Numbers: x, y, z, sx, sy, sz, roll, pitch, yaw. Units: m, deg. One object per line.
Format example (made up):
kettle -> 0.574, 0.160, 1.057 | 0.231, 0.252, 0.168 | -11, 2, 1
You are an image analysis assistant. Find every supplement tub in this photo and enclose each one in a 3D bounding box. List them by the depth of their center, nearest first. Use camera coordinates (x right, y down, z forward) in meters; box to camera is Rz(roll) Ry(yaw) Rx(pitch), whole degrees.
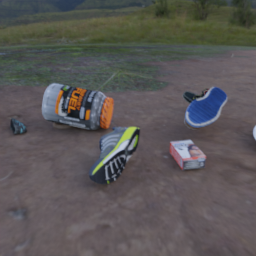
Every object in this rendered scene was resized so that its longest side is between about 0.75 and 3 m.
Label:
supplement tub -> -1.967, -0.807, 11.273 | 2.574, 1.577, 1.577 | 10, 23, 5

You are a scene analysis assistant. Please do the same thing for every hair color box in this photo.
hair color box -> 1.855, 0.831, 8.880 | 0.733, 0.423, 1.322 | -5, 20, -8

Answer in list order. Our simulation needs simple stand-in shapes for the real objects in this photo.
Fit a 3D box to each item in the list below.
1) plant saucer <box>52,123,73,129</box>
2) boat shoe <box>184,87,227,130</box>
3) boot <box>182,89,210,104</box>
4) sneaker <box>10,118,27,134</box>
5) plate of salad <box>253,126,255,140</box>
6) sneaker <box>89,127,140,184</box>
plant saucer -> -2.707, -0.198, 11.955 | 1.021, 0.150, 1.021 | -1, 22, 0
boat shoe -> 2.971, -0.559, 10.966 | 1.068, 1.070, 2.957 | 42, 45, 15
boot -> 3.309, -1.460, 12.876 | 1.663, 1.256, 0.600 | 34, 71, 19
sneaker -> -4.457, -0.045, 11.321 | 0.476, 0.453, 1.201 | 2, 24, -35
plate of salad -> 5.742, 0.449, 9.669 | 2.676, 0.643, 2.676 | -3, 31, 2
sneaker -> -0.510, 0.737, 8.225 | 0.975, 0.890, 2.408 | 10, 33, 24
